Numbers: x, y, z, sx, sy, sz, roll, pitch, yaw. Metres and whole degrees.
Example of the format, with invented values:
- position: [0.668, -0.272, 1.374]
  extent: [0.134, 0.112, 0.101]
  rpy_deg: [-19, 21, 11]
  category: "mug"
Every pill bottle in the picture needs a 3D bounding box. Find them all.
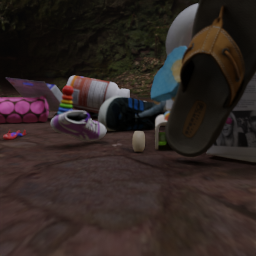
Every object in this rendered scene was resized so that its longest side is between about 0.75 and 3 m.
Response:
- position: [-1.251, -1.304, 11.708]
  extent: [2.482, 1.392, 1.392]
  rpy_deg: [11, 8, 4]
  category: "pill bottle"

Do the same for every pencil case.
- position: [-3.962, -0.685, 10.056]
  extent: [2.113, 0.990, 0.959]
  rpy_deg: [-3, 9, -16]
  category: "pencil case"

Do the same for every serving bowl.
- position: [2.260, -2.596, 8.488]
  extent: [2.124, 2.124, 0.699]
  rpy_deg: [-3, 36, -20]
  category: "serving bowl"

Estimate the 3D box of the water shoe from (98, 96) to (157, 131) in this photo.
- position: [0.300, -0.433, 8.262]
  extent: [1.073, 0.972, 2.719]
  rpy_deg: [10, 13, 37]
  category: "water shoe"

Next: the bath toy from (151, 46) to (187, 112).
- position: [1.858, -0.654, 6.214]
  extent: [2.942, 1.087, 1.279]
  rpy_deg: [22, -16, -40]
  category: "bath toy"

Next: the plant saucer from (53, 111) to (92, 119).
- position: [-2.309, -0.538, 11.690]
  extent: [1.629, 0.280, 1.629]
  rpy_deg: [1, 7, 0]
  category: "plant saucer"

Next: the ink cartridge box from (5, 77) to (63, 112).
- position: [-3.423, -1.365, 10.858]
  extent: [1.874, 0.413, 1.909]
  rpy_deg: [11, -29, 22]
  category: "ink cartridge box"

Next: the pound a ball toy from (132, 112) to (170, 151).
- position: [0.684, 0.025, 5.848]
  extent: [1.057, 0.688, 1.620]
  rpy_deg: [1, 7, 6]
  category: "pound a ball toy"

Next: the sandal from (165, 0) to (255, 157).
- position: [1.091, -0.786, 3.917]
  extent: [1.130, 2.765, 0.755]
  rpy_deg: [32, 26, 28]
  category: "sandal"

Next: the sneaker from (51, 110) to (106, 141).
- position: [-0.848, -0.045, 5.742]
  extent: [1.264, 0.458, 0.721]
  rpy_deg: [10, -23, -41]
  category: "sneaker"

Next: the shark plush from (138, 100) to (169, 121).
- position: [1.487, -0.838, 7.289]
  extent: [1.192, 2.623, 1.092]
  rpy_deg: [27, 38, -29]
  category: "shark plush"

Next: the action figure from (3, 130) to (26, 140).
- position: [-2.775, 0.161, 6.780]
  extent: [0.257, 0.203, 0.785]
  rpy_deg: [4, 11, 8]
  category: "action figure"

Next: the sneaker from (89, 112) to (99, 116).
- position: [-1.564, -0.828, 12.781]
  extent: [0.682, 0.567, 1.429]
  rpy_deg: [-6, 9, -29]
  category: "sneaker"

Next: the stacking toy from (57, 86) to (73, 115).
- position: [-1.701, -0.620, 7.624]
  extent: [0.455, 1.066, 0.455]
  rpy_deg: [8, 7, -1]
  category: "stacking toy"

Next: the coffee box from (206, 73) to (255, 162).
- position: [2.510, -0.354, 4.774]
  extent: [1.688, 1.669, 1.685]
  rpy_deg: [8, 11, 37]
  category: "coffee box"
